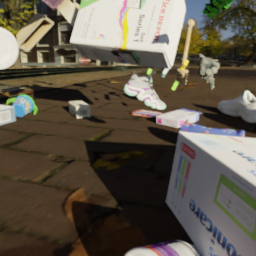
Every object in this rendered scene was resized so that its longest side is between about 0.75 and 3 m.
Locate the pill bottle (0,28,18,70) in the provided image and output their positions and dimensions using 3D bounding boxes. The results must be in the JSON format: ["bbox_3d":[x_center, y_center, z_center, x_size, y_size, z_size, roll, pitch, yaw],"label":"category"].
[{"bbox_3d":[-4.417,-2.577,8.720,1.211,1.211,2.023,-15,29,-43],"label":"pill bottle"}]

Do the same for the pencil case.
[{"bbox_3d":[2.386,0.300,8.065,1.901,0.742,0.826,11,6,36],"label":"pencil case"}]

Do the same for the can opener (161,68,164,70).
[{"bbox_3d":[1.665,-2.716,12.555,0.276,0.348,1.048,35,15,-3],"label":"can opener"}]

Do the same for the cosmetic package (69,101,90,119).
[{"bbox_3d":[-2.153,-0.814,12.352,0.641,0.541,1.240,-8,18,-24],"label":"cosmetic package"}]

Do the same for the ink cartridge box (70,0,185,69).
[{"bbox_3d":[0.033,-3.043,8.216,2.858,2.070,1.200,11,-8,18],"label":"ink cartridge box"}]

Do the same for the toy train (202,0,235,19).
[{"bbox_3d":[1.786,-2.399,5.272,0.330,0.244,1.171,26,-7,-11],"label":"toy train"}]

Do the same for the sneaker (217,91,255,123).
[{"bbox_3d":[4.873,-1.050,12.048,0.985,1.159,2.618,-7,17,-18],"label":"sneaker"}]

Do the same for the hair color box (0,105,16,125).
[{"bbox_3d":[-5.712,-0.565,11.286,2.108,0.639,1.043,9,18,25],"label":"hair color box"}]

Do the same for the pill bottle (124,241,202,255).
[{"bbox_3d":[0.463,1.624,3.170,0.620,0.620,1.113,15,-1,43],"label":"pill bottle"}]

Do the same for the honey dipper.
[{"bbox_3d":[2.618,-3.392,12.709,0.541,2.846,0.541,6,21,-2],"label":"honey dipper"}]

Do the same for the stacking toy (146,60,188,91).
[{"bbox_3d":[1.537,-2.332,10.870,1.257,0.392,1.667,29,56,0],"label":"stacking toy"}]

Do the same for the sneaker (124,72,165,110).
[{"bbox_3d":[0.554,-1.020,7.094,1.177,0.823,0.458,27,18,-4],"label":"sneaker"}]

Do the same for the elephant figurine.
[{"bbox_3d":[3.158,-2.229,11.269,0.848,0.930,1.198,14,-11,14],"label":"elephant figurine"}]

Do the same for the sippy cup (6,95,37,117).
[{"bbox_3d":[-4.667,-0.907,12.277,1.146,0.900,0.840,-11,26,8],"label":"sippy cup"}]

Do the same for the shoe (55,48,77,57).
[{"bbox_3d":[-2.773,-3.284,12.452,0.311,0.408,1.167,-38,-11,36],"label":"shoe"}]

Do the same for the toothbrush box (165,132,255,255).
[{"bbox_3d":[2.322,1.030,3.756,2.980,1.283,2.169,4,14,-14],"label":"toothbrush box"}]

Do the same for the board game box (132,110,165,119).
[{"bbox_3d":[0.932,-0.604,12.361,1.405,0.137,0.723,11,18,35],"label":"board game box"}]

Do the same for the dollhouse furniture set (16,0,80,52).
[{"bbox_3d":[-2.324,-3.146,9.706,1.727,2.433,1.928,48,10,6],"label":"dollhouse furniture set"}]

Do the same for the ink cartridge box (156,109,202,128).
[{"bbox_3d":[2.078,-0.402,11.237,1.047,0.368,1.755,16,25,43],"label":"ink cartridge box"}]
